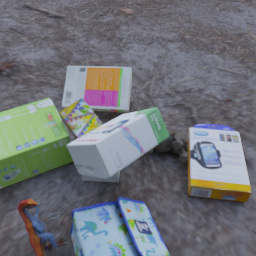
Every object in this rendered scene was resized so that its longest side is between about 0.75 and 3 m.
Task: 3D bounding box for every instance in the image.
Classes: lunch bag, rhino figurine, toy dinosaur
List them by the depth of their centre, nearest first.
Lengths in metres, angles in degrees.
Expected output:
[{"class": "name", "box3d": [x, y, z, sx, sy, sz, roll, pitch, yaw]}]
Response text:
[{"class": "toy dinosaur", "box3d": [-1.674, 1.896, 5.205, 0.665, 1.150, 1.267, -18, 37, 35]}, {"class": "lunch bag", "box3d": [-0.145, 2.143, 5.308, 1.630, 1.039, 1.386, -5, 42, -23]}, {"class": "rhino figurine", "box3d": [0.579, 0.270, 7.373, 2.095, 0.626, 0.916, 13, 24, 7]}]

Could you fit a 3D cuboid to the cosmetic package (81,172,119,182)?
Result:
[{"class": "cosmetic package", "box3d": [-0.665, 1.023, 6.878, 0.898, 0.364, 0.507, 2, 41, 2]}]

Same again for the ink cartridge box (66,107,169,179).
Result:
[{"class": "ink cartridge box", "box3d": [-0.211, 0.283, 5.797, 1.711, 0.748, 1.243, -32, 14, -33]}]

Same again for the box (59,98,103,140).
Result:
[{"class": "box", "box3d": [-1.048, 0.058, 7.092, 0.686, 1.125, 1.083, -35, 68, -12]}]

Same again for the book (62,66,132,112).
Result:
[{"class": "book", "box3d": [-0.932, -1.186, 8.517, 1.999, 0.480, 1.336, 4, 78, 7]}]

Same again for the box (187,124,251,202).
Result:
[{"class": "box", "box3d": [2.201, 0.757, 7.094, 1.331, 0.464, 2.235, 6, 41, 7]}]

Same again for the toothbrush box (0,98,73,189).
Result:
[{"class": "toothbrush box", "box3d": [-2.781, 0.378, 7.095, 2.329, 1.003, 1.696, -20, 47, -20]}]
